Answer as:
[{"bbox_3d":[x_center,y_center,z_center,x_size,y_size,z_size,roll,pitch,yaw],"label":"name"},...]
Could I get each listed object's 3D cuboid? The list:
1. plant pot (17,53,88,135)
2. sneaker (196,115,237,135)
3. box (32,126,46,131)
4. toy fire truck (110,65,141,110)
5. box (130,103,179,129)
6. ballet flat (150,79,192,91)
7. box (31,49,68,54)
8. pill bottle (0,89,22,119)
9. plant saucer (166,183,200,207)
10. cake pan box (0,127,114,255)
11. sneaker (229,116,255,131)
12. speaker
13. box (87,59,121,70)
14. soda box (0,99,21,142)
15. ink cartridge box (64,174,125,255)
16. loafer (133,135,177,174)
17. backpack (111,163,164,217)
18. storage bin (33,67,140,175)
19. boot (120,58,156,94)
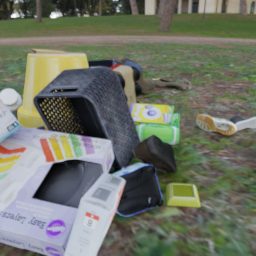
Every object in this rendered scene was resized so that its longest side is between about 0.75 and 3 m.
[{"bbox_3d":[-2.329,-1.156,9.626,2.898,2.726,2.898,1,16,0],"label":"plant pot"},{"bbox_3d":[3.304,-0.103,10.484,1.519,0.574,0.666,24,21,32],"label":"sneaker"},{"bbox_3d":[-3.589,0.490,8.143,1.973,0.437,1.580,-10,11,32],"label":"box"},{"bbox_3d":[-0.935,-1.297,10.962,2.517,2.215,1.619,17,39,35],"label":"toy fire truck"},{"bbox_3d":[0.908,-0.362,9.766,1.757,0.425,1.031,5,43,7],"label":"box"},{"bbox_3d":[2.424,-2.589,16.030,2.542,0.589,0.857,16,28,33],"label":"ballet flat"},{"bbox_3d":[-2.602,-2.492,9.217,1.016,0.108,0.830,-4,19,-29],"label":"box"},{"bbox_3d":[-4.480,-0.917,10.720,0.814,0.814,1.496,-8,-13,-17],"label":"pill bottle"},{"bbox_3d":[1.329,1.595,6.841,0.785,0.188,0.784,2,23,4],"label":"plant saucer"},{"bbox_3d":[-1.860,1.163,5.900,2.738,0.716,2.521,9,47,16],"label":"cake pan box"},{"bbox_3d":[4.508,-0.271,10.815,1.290,0.456,0.640,-10,30,-12],"label":"sneaker"},{"bbox_3d":[0.931,0.223,9.041,1.362,0.602,0.602,4,24,3],"label":"speaker"},{"bbox_3d":[-1.269,-3.036,15.536,1.963,1.210,1.947,2,7,22],"label":"box"},{"bbox_3d":[-3.382,-0.064,6.591,0.775,0.834,2.438,-43,21,-29],"label":"soda box"},{"bbox_3d":[-0.543,1.659,3.914,0.451,1.800,1.460,15,4,5],"label":"ink cartridge box"},{"bbox_3d":[0.720,0.726,7.257,0.713,1.997,0.729,-18,59,20],"label":"loafer"},{"bbox_3d":[0.045,1.396,6.297,1.158,1.059,0.851,-15,5,-28],"label":"backpack"},{"bbox_3d":[-0.935,-0.085,7.153,1.769,2.617,1.227,2,42,29],"label":"storage bin"},{"bbox_3d":[0.567,-2.668,14.475,3.000,1.454,1.121,-1,31,-43],"label":"boot"}]
